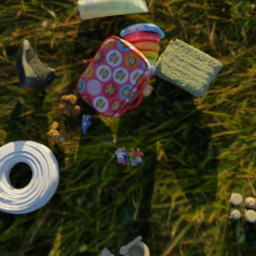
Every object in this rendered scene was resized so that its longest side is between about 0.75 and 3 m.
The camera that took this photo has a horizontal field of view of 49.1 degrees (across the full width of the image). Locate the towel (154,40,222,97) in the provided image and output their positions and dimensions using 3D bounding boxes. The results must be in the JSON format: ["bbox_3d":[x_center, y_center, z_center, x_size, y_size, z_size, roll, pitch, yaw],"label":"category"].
[{"bbox_3d":[2.428,-2.492,11.636,2.473,0.451,1.834,32,83,18],"label":"towel"}]

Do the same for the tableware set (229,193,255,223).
[{"bbox_3d":[4.299,2.990,10.444,1.123,0.130,0.938,11,74,3],"label":"tableware set"}]

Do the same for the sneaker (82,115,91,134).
[{"bbox_3d":[-1.674,-0.139,11.214,0.324,0.291,0.788,5,76,-2],"label":"sneaker"}]

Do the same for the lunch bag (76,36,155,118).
[{"bbox_3d":[-0.400,-1.773,10.698,2.435,1.133,2.765,43,107,14],"label":"lunch bag"}]

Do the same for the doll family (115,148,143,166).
[{"bbox_3d":[-0.018,1.044,10.432,1.110,0.500,0.689,1,62,-21],"label":"doll family"}]

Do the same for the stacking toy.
[{"bbox_3d":[0.628,-2.663,11.448,1.591,1.504,2.741,-2,91,23],"label":"stacking toy"}]

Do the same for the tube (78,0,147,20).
[{"bbox_3d":[-0.692,-5.441,12.484,2.998,0.870,0.778,-13,34,-6],"label":"tube"}]

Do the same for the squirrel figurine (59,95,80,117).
[{"bbox_3d":[-2.271,-0.869,11.030,0.797,0.604,0.854,8,97,-12],"label":"squirrel figurine"}]

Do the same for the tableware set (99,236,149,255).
[{"bbox_3d":[0.094,5.254,9.729,2.229,0.310,2.668,-31,77,-8],"label":"tableware set"}]

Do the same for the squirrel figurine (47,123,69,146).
[{"bbox_3d":[-2.786,0.197,10.813,0.570,0.752,0.805,-38,58,13],"label":"squirrel figurine"}]

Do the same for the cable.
[{"bbox_3d":[-3.965,1.770,10.347,2.695,0.933,2.695,6,75,2],"label":"cable"}]

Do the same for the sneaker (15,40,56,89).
[{"bbox_3d":[-3.797,-2.512,11.487,0.909,1.363,2.379,-44,54,33],"label":"sneaker"}]
